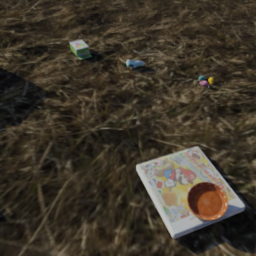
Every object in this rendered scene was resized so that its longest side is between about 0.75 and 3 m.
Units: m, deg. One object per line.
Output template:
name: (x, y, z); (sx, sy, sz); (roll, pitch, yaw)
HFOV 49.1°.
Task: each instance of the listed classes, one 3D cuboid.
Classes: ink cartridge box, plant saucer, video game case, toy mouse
ink cartridge box: (-2.367, -3.910, 13.951); (0.672, 0.384, 1.295); (-20, 46, -21)
plant saucer: (2.043, 1.905, 7.267); (1.032, 0.167, 1.032); (-5, 54, 7)
video game case: (1.674, 1.670, 7.953); (2.166, 0.272, 2.380); (-15, 45, -16)
toy mouse: (3.276, -2.042, 12.067); (0.827, 0.180, 0.931); (8, 43, 9)

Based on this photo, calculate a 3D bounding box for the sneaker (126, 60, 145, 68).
sneaker: (0.344, -2.912, 12.992); (0.856, 0.317, 0.351); (3, 72, -3)
